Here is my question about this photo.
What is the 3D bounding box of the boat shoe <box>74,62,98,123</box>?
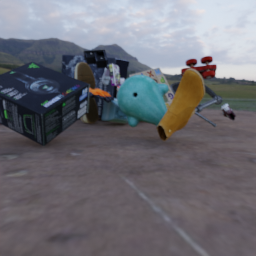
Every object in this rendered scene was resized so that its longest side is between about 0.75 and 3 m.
[{"bbox_3d":[-1.927,-1.472,12.026,0.934,2.590,0.841,-19,14,-41],"label":"boat shoe"}]

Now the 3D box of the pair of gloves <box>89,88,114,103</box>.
[{"bbox_3d":[-1.752,-1.275,10.612,2.291,0.283,2.041,1,16,-23],"label":"pair of gloves"}]

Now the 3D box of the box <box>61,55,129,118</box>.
[{"bbox_3d":[-1.676,-2.023,13.781,2.879,2.832,1.691,9,12,20],"label":"box"}]

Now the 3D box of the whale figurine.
[{"bbox_3d":[0.584,-0.656,8.325,2.092,1.665,1.086,46,8,11],"label":"whale figurine"}]

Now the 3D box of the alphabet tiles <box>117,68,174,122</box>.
[{"bbox_3d":[0.657,-1.149,9.532,1.997,1.669,0.075,-20,-11,-28],"label":"alphabet tiles"}]

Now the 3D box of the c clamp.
[{"bbox_3d":[2.829,-1.094,10.971,2.406,0.381,2.817,37,37,19],"label":"c clamp"}]

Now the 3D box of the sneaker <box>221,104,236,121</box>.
[{"bbox_3d":[3.350,-0.400,9.210,0.338,0.517,0.895,-39,-34,17],"label":"sneaker"}]

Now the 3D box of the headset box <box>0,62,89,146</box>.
[{"bbox_3d":[-2.548,-0.801,7.708,2.248,1.043,1.957,24,39,19],"label":"headset box"}]

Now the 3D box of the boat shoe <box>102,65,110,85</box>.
[{"bbox_3d":[-0.905,-2.299,12.129,0.326,0.885,0.284,14,-5,-15],"label":"boat shoe"}]

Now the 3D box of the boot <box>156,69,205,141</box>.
[{"bbox_3d":[1.289,-0.487,7.223,0.658,1.871,1.340,36,64,27],"label":"boot"}]

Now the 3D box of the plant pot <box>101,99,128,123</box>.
[{"bbox_3d":[-0.433,-0.684,11.644,1.020,1.017,1.039,7,6,-20],"label":"plant pot"}]

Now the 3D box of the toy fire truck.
[{"bbox_3d":[2.718,-2.131,10.772,1.368,0.767,1.148,-7,-12,9],"label":"toy fire truck"}]

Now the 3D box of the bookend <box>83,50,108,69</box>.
[{"bbox_3d":[-1.250,-2.618,10.753,0.846,0.390,0.841,-6,43,-9],"label":"bookend"}]

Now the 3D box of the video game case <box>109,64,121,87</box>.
[{"bbox_3d":[-0.510,-2.045,10.948,0.163,0.824,0.909,-6,5,14],"label":"video game case"}]
